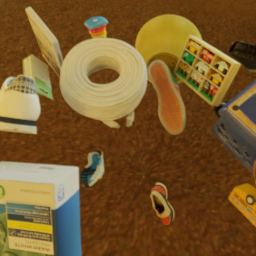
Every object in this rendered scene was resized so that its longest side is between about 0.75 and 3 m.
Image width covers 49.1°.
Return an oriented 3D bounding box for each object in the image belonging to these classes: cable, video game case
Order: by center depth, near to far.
[{"bbox_3d":[-0.595,-1.189,6.650,2.094,0.725,2.094,18,65,7],"label":"cable"},{"bbox_3d":[-2.445,-2.434,8.672,0.190,2.109,1.510,-34,72,-16],"label":"video game case"}]

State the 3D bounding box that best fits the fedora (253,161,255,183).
[{"bbox_3d":[3.306,1.428,5.158,1.012,2.482,2.482,-31,55,-27],"label":"fedora"}]

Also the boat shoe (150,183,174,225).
[{"bbox_3d":[0.781,1.859,6.555,0.426,1.196,0.374,0,30,28],"label":"boat shoe"}]

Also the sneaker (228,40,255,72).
[{"bbox_3d":[3.945,-2.273,8.691,1.118,2.104,0.787,30,91,-9],"label":"sneaker"}]

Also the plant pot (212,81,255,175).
[{"bbox_3d":[3.431,-0.113,6.926,1.941,1.745,1.941,-38,63,0],"label":"plant pot"}]

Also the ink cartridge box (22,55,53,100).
[{"bbox_3d":[-2.777,-1.465,8.567,0.415,0.727,1.400,-26,62,19],"label":"ink cartridge box"}]

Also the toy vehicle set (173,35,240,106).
[{"bbox_3d":[1.996,-1.560,7.461,0.250,1.174,1.889,0,35,-30],"label":"toy vehicle set"}]

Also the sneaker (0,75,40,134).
[{"bbox_3d":[-2.508,-0.543,6.321,1.057,1.113,2.766,5,3,-31],"label":"sneaker"}]

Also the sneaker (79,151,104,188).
[{"bbox_3d":[-0.687,0.946,5.905,0.420,0.485,1.120,-8,25,13],"label":"sneaker"}]

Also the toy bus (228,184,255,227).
[{"bbox_3d":[2.409,1.525,5.035,0.384,0.462,1.181,-6,38,-32],"label":"toy bus"}]

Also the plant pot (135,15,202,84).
[{"bbox_3d":[1.257,-2.271,9.165,2.318,2.318,1.645,8,39,7],"label":"plant pot"}]

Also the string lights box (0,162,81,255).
[{"bbox_3d":[-1.629,2.142,4.705,1.526,2.970,0.876,1,9,14],"label":"string lights box"}]

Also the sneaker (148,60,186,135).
[{"bbox_3d":[1.224,-0.878,8.112,0.773,0.866,2.166,-17,85,24],"label":"sneaker"}]

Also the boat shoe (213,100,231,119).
[{"bbox_3d":[3.453,0.036,8.242,0.806,0.856,2.385,-1,41,-34],"label":"boat shoe"}]

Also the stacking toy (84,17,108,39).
[{"bbox_3d":[-0.994,-3.158,9.724,0.702,1.210,0.664,-27,45,-13],"label":"stacking toy"}]
